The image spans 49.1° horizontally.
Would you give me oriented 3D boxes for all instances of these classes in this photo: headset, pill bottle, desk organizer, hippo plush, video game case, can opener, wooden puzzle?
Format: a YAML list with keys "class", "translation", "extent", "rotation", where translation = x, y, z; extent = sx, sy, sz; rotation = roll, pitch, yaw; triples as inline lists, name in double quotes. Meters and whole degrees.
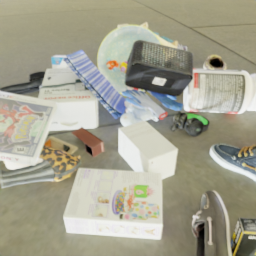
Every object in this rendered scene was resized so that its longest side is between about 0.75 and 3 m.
- class: "headset"
  translation: [2.102, -0.255, 9.815]
  extent: [1.162, 0.884, 1.881]
  rotation: [29, 33, 36]
- class: "pill bottle"
  translation: [3.671, -1.387, 10.753]
  extent: [2.889, 1.645, 1.645]
  rotation: [4, 35, 5]
- class: "desk organizer"
  translation: [-1.341, 0.454, 9.213]
  extent: [0.456, 0.425, 1.185]
  rotation: [-31, 45, -33]
- class: "hippo plush"
  translation: [0.273, -0.275, 9.987]
  extent: [1.382, 1.101, 1.112]
  rotation: [35, 62, -5]
- class: "video game case"
  translation: [-3.562, -0.169, 7.996]
  extent: [2.546, 0.321, 2.795]
  rotation: [10, 36, -7]
- class: "can opener"
  translation: [-4.454, -1.775, 12.222]
  extent: [2.158, 0.684, 0.848]
  rotation: [-22, 62, -15]
- class: "wooden puzzle"
  translation: [-2.389, 0.786, 8.820]
  extent: [2.020, 0.236, 1.363]
  rotation: [14, 43, 21]

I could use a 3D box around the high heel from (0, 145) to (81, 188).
- class: "high heel"
  translation: [-2.683, 0.644, 8.460]
  extent: [2.107, 1.055, 2.956]
  rotation: [-8, 33, -19]

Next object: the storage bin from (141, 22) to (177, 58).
- class: "storage bin"
  translation: [1.053, -4.015, 13.690]
  extent: [1.985, 0.930, 1.970]
  rotation: [19, -16, -33]

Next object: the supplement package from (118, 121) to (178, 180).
- class: "supplement package"
  translation: [0.528, 0.693, 8.353]
  extent: [0.991, 0.994, 1.695]
  rotation: [-16, 38, -25]

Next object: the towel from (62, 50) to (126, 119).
- class: "towel"
  translation: [-1.065, -1.701, 10.456]
  extent: [0.339, 2.839, 2.056]
  rotation: [-38, 12, 19]

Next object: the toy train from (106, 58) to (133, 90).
- class: "toy train"
  translation: [-0.269, -2.307, 12.234]
  extent: [1.708, 0.475, 1.283]
  rotation: [53, 43, 1]

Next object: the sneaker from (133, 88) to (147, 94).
- class: "sneaker"
  translation: [0.525, -1.804, 11.672]
  extent: [0.654, 1.541, 0.593]
  rotation: [30, 0, 36]

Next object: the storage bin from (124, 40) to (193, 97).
- class: "storage bin"
  translation: [1.030, -1.971, 9.545]
  extent: [2.094, 1.416, 0.982]
  rotation: [11, 64, -9]

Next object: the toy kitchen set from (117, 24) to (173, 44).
- class: "toy kitchen set"
  translation: [0.979, -5.063, 16.118]
  extent: [2.571, 1.514, 2.059]
  rotation: [-17, 39, -22]

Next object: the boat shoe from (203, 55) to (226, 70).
- class: "boat shoe"
  translation: [4.323, -3.077, 13.857]
  extent: [1.027, 0.851, 2.859]
  rotation: [6, 36, 9]

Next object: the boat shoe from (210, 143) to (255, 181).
- class: "boat shoe"
  translation: [3.557, 0.806, 8.118]
  extent: [2.387, 1.083, 0.844]
  rotation: [29, 44, 35]

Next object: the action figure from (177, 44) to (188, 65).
- class: "action figure"
  translation: [2.790, -3.862, 14.774]
  extent: [0.639, 1.198, 1.841]
  rotation: [-3, 20, 16]

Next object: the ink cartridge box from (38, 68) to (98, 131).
- class: "ink cartridge box"
  translation: [-2.236, -1.222, 10.885]
  extent: [2.110, 1.195, 2.878]
  rotation: [-4, 37, -6]

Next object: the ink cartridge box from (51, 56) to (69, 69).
- class: "ink cartridge box"
  translation: [-2.751, -2.436, 12.391]
  extent: [1.046, 1.429, 0.614]
  rotation: [3, 24, 3]

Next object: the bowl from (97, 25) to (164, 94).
- class: "bowl"
  translation: [0.109, -2.940, 12.413]
  extent: [2.870, 2.870, 1.544]
  rotation: [-1, 11, -2]

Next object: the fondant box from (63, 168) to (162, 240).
- class: "fondant box"
  translation: [-0.293, 1.838, 7.027]
  extent: [2.256, 0.657, 1.628]
  rotation: [2, 35, 4]

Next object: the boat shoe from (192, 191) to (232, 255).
- class: "boat shoe"
  translation: [1.679, 2.439, 5.942]
  extent: [0.797, 0.935, 2.798]
  rotation: [6, 39, 1]

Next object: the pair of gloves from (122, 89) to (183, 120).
- class: "pair of gloves"
  translation: [0.908, -0.984, 9.876]
  extent: [1.789, 0.253, 2.225]
  rotation: [37, 34, 22]

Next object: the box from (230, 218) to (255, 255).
- class: "box"
  translation: [2.932, 2.419, 5.647]
  extent: [1.617, 1.291, 0.399]
  rotation: [3, 36, 3]
